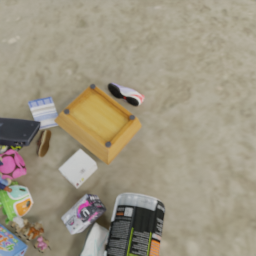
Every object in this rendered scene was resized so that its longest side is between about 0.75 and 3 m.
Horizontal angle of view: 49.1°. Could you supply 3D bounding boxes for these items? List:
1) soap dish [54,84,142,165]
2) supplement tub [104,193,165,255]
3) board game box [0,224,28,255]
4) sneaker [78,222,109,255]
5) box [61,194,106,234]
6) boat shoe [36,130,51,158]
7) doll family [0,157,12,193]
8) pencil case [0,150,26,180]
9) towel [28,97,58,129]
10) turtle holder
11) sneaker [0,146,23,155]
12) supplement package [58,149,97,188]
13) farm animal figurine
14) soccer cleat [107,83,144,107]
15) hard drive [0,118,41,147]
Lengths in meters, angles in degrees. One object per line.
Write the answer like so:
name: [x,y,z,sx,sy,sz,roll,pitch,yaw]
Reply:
soap dish: [-1.031,-0.244,9.946,2.536,1.030,1.995,38,64,9]
supplement tub: [0.156,3.291,8.031,1.546,1.546,2.523,11,62,6]
board game box: [-4.454,3.344,7.482,2.112,2.792,0.511,30,105,16]
sneaker: [-1.108,3.876,8.215,0.801,0.703,2.000,29,69,-7]
box: [-1.350,2.655,8.631,1.118,0.738,0.641,-44,66,4]
boat shoe: [-3.121,0.571,10.208,0.379,0.380,1.054,-2,68,28]
doll family: [-4.580,0.913,8.109,2.984,1.725,1.171,23,70,-4]
pencil case: [-4.598,1.442,9.299,2.215,1.005,1.037,-19,89,-13]
towel: [-3.086,-0.516,10.326,0.893,1.216,0.145,-13,34,-5]
turtle holder: [-3.627,2.331,8.970,0.958,1.349,1.025,-24,100,-23]
sneaker: [-4.375,0.703,10.009,1.421,0.536,0.543,-32,62,-20]
supplement package: [-1.697,1.403,9.604,0.784,0.558,1.006,38,69,19]
farm animal figurine: [-2.821,3.112,8.388,1.148,1.161,0.605,18,46,16]
soccer cleat: [-0.102,-1.393,11.195,1.558,0.531,0.570,29,47,16]
hard drive: [-4.227,0.143,9.963,1.948,0.412,1.314,5,34,4]
